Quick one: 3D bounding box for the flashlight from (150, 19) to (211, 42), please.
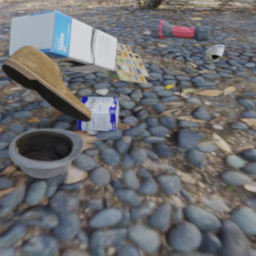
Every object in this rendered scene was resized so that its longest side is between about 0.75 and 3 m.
[{"bbox_3d":[1.951,-3.656,10.541,2.197,0.747,0.744,9,40,14],"label":"flashlight"}]

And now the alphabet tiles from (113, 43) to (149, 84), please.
[{"bbox_3d":[-0.140,-2.736,11.604,2.476,0.078,2.060,-2,61,-48],"label":"alphabet tiles"}]

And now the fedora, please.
[{"bbox_3d":[-2.549,0.902,8.829,2.231,1.007,1.973,1,34,-10],"label":"fedora"}]

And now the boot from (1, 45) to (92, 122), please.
[{"bbox_3d":[-1.930,-1.166,7.579,0.978,2.657,1.003,-20,37,55],"label":"boot"}]

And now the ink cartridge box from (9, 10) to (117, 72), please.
[{"bbox_3d":[-2.101,-2.762,9.532,2.129,1.228,2.934,6,2,35],"label":"ink cartridge box"}]

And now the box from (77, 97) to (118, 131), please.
[{"bbox_3d":[-1.190,-0.592,11.333,1.528,0.801,1.405,0,32,2],"label":"box"}]

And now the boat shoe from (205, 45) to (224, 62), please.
[{"bbox_3d":[3.042,-2.565,9.938,0.441,0.434,1.244,10,0,-5],"label":"boat shoe"}]
